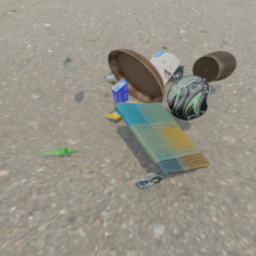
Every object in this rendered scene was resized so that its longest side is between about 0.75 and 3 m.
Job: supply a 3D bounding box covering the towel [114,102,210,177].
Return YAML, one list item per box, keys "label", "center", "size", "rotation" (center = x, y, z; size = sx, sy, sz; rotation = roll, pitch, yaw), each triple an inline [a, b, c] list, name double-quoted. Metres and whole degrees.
- label: "towel"
  center: [0.987, 0.230, 8.501]
  size: [2.066, 0.306, 2.817]
  rotation: [-3, 46, -39]

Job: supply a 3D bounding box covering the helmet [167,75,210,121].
- label: "helmet"
  center: [2.013, -1.056, 9.413]
  size: [1.424, 1.358, 1.424]
  rotation: [-7, 47, 8]

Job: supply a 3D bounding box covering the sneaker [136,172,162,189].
- label: "sneaker"
  center: [0.648, 1.558, 8.417]
  size: [0.846, 0.326, 0.361]
  rotation: [-20, 19, 23]

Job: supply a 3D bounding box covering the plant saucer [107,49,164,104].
- label: "plant saucer"
  center: [0.403, -2.143, 11.539]
  size: [2.945, 2.945, 0.507]
  rotation: [32, 71, 31]

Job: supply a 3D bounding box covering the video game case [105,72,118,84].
- label: "video game case"
  center: [-0.157, -2.579, 14.052]
  size: [1.382, 0.195, 1.530]
  rotation: [27, 46, 22]

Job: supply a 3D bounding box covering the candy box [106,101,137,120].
- label: "candy box"
  center: [-0.253, -0.735, 11.510]
  size: [1.267, 0.167, 0.648]
  rotation: [-35, 30, -29]

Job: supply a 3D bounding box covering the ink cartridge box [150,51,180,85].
- label: "ink cartridge box"
  center: [1.348, -2.550, 13.188]
  size: [2.012, 0.683, 1.158]
  rotation: [-54, 43, -2]

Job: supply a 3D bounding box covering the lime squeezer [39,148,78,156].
- label: "lime squeezer"
  center: [-2.346, 0.868, 9.834]
  size: [1.436, 0.507, 0.271]
  rotation: [-5, 66, -33]

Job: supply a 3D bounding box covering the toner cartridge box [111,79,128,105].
- label: "toner cartridge box"
  center: [-0.289, -1.258, 10.464]
  size: [0.259, 1.199, 0.570]
  rotation: [42, 73, 18]

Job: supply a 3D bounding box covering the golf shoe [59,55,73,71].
- label: "golf shoe"
  center: [-2.219, -2.166, 9.820]
  size: [0.405, 0.503, 1.035]
  rotation: [31, 24, -10]

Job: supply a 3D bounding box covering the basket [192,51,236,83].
- label: "basket"
  center: [3.187, -2.288, 10.697]
  size: [1.580, 1.192, 1.753]
  rotation: [-10, 10, 31]

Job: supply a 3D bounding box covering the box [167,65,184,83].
- label: "box"
  center: [2.299, -2.662, 13.784]
  size: [0.771, 0.784, 0.460]
  rotation: [12, 44, 13]
